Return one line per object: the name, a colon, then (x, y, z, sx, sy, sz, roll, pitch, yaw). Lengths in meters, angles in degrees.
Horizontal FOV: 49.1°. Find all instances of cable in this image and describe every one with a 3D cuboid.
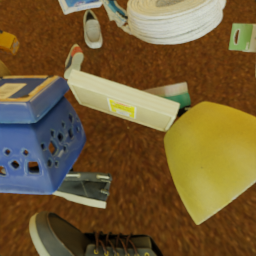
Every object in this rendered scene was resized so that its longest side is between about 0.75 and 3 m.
cable: (1.017, -2.659, 6.326, 2.094, 0.725, 2.094, -29, 43, -12)

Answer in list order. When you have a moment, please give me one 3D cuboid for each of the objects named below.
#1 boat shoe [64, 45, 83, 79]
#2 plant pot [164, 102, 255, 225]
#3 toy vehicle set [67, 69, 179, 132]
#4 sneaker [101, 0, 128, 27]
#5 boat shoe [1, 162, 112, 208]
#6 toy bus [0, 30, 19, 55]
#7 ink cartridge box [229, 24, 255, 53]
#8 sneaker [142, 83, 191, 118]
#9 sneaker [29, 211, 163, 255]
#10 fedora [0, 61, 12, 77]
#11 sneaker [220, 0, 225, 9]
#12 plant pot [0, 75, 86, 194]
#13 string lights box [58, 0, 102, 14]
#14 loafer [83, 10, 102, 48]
boat shoe: (-1.634, -1.903, 8.222, 0.426, 1.196, 0.374, -12, 66, -34)
plant pot: (1.661, 0.465, 5.458, 2.318, 2.318, 1.645, -33, 70, -21)
toy vehicle set: (-0.081, -0.442, 5.148, 1.889, 1.174, 0.250, 18, 78, 4)
sneaker: (-0.483, -3.309, 7.891, 0.420, 0.485, 1.120, -31, 80, -38)
boat shoe: (-1.539, 1.061, 6.096, 2.385, 0.856, 0.806, 14, 79, 7)
toy bus: (-3.291, -2.124, 6.714, 1.181, 0.462, 0.384, 14, 75, 2)
ink cartridge box: (3.580, -2.457, 7.706, 1.400, 0.727, 0.415, 14, 22, 27)
sneaker: (0.377, -0.394, 6.276, 2.166, 0.866, 0.773, -7, 7, 41)
sneaker: (-0.356, 1.718, 4.110, 1.118, 2.104, 0.787, -41, 18, 5)
fedora: (-3.769, -1.482, 6.278, 2.482, 2.482, 1.012, 1, 55, 1)
sneaker: (1.758, -4.081, 7.596, 2.766, 1.113, 1.057, 24, 81, -25)
plant pot: (-2.104, 0.001, 5.539, 1.941, 1.745, 1.941, 2, 29, 11)
string lights box: (-1.129, -4.836, 8.896, 1.526, 2.970, 0.876, -27, 96, -29)
loafer: (-1.509, -4.075, 11.524, 0.719, 0.718, 2.058, -12, 55, -9)
